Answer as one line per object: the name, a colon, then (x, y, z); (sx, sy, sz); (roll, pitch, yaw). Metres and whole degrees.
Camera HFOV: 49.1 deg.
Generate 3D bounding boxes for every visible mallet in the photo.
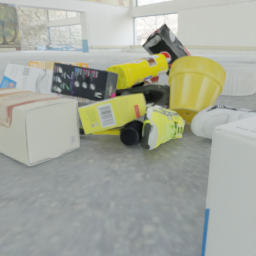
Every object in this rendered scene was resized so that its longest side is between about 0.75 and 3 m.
mallet: (-0.775, 0.065, 7.410); (2.564, 0.528, 0.845); (3, 15, 24)

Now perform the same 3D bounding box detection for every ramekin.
ramekin: (4.924, -2.447, 13.377); (2.746, 1.441, 2.746); (0, 18, 0)

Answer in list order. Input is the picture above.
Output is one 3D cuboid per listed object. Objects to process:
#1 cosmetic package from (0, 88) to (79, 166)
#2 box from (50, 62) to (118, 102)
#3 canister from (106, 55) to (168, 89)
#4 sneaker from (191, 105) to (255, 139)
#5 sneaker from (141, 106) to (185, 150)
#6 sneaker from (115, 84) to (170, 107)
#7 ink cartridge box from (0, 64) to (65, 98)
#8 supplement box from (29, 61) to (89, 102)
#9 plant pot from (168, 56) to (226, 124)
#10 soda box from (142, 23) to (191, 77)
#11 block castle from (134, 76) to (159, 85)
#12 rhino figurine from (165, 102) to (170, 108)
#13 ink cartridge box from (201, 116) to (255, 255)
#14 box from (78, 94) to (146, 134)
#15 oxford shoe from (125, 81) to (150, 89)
cosmetic package: (-2.648, -0.191, 6.827); (2.802, 1.222, 1.448); (14, 21, 35)
box: (-1.273, -1.337, 8.308); (1.697, 0.900, 1.037); (12, 10, 12)
canister: (0.312, -1.983, 9.744); (1.794, 0.777, 1.333); (-23, 18, -27)
sneaker: (2.809, 0.023, 6.690); (2.377, 0.893, 1.366); (2, 15, -7)
sneaker: (0.900, -0.081, 6.879); (0.927, 0.915, 2.426); (12, 18, 12)
sneaker: (0.212, -0.959, 9.619); (2.687, 0.893, 1.216); (-3, 17, 13)
ink cartridge box: (-3.083, -1.259, 9.325); (1.972, 0.826, 1.431); (7, 46, -13)
supplement box: (-2.664, -1.791, 10.885); (2.254, 0.829, 1.421); (-2, 63, -12)
plant pot: (1.884, -0.997, 8.139); (1.623, 1.527, 1.623); (15, -19, 6)
soda box: (2.013, -2.771, 11.699); (0.948, 2.993, 1.059); (-28, 22, 43)
block castle: (0.230, -2.201, 13.198); (1.544, 1.084, 2.310); (15, 24, 39)
rhino figurine: (1.776, -1.093, 10.501); (1.504, 0.658, 0.450); (-18, 47, -39)
ink cartridge box: (2.055, 0.724, 3.076); (2.528, 1.828, 1.065); (-13, 22, -34)
box: (-0.254, -0.448, 7.463); (1.017, 0.677, 2.702); (-14, 4, 17)
oxford shoe: (0.888, -1.411, 11.009); (2.320, 0.868, 0.817); (-3, 26, -7)
